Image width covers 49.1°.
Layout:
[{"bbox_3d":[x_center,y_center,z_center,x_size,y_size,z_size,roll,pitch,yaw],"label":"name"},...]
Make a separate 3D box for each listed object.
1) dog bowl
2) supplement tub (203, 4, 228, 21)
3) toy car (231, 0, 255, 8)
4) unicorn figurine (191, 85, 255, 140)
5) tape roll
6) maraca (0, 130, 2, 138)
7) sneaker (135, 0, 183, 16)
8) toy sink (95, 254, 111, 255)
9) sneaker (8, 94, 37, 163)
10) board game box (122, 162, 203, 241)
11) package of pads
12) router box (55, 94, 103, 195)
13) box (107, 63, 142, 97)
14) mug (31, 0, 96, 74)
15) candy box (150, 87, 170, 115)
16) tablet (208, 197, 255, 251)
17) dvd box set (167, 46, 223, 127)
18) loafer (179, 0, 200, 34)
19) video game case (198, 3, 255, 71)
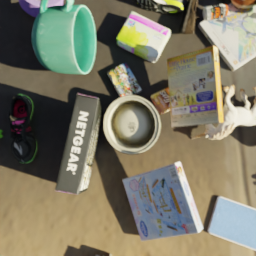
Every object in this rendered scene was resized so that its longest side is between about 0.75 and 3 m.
[{"bbox_3d":[0.190,-0.130,9.933,2.060,0.759,2.060,1,95,15],"label":"dog bowl"},{"bbox_3d":[3.351,-4.447,10.767,0.850,0.521,0.521,-11,81,0],"label":"supplement tub"},{"bbox_3d":[4.634,-5.811,10.060,2.018,2.457,1.938,29,75,17],"label":"toy car"},{"bbox_3d":[3.805,-0.518,10.094,2.806,1.036,1.928,1,90,-5],"label":"unicorn figurine"},{"bbox_3d":[-3.366,-5.153,10.806,1.689,0.718,1.689,5,73,-16],"label":"tape roll"},{"bbox_3d":[-5.096,0.461,10.200,0.784,0.612,1.143,32,72,16],"label":"maraca"},{"bbox_3d":[1.217,-5.136,11.106,2.119,0.783,0.857,16,74,-5],"label":"sneaker"},{"bbox_3d":[-0.995,4.671,9.497,0.504,0.587,0.900,25,82,4],"label":"toy sink"},{"bbox_3d":[-3.893,0.014,10.015,0.980,1.070,2.553,-10,81,-2],"label":"sneaker"},{"bbox_3d":[1.067,2.485,9.324,2.205,0.455,2.210,-23,80,33],"label":"board game box"},{"bbox_3d":[0.566,-3.469,10.828,1.778,0.606,1.373,27,82,4],"label":"package of pads"},{"bbox_3d":[-1.529,0.612,9.330,0.763,2.228,2.988,11,80,0],"label":"router box"},{"bbox_3d":[-0.151,-1.756,10.734,0.858,0.237,1.257,-28,82,-4],"label":"box"},{"bbox_3d":[-2.302,-3.312,9.835,1.713,2.276,2.770,5,104,12],"label":"mug"},{"bbox_3d":[1.606,-1.120,10.557,1.336,0.369,0.771,-25,83,-5],"label":"candy box"},{"bbox_3d":[4.002,3.420,9.927,2.106,0.144,1.370,19,81,4],"label":"tablet"},{"bbox_3d":[2.247,-1.331,9.638,1.843,0.370,2.520,-7,86,41],"label":"dvd box set"},{"bbox_3d":[2.513,-4.446,11.044,0.626,0.641,1.756,17,86,-7],"label":"loafer"},{"bbox_3d":[4.461,-3.837,11.053,2.539,0.279,2.315,-33,82,-5],"label":"video game case"}]
